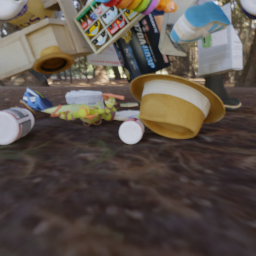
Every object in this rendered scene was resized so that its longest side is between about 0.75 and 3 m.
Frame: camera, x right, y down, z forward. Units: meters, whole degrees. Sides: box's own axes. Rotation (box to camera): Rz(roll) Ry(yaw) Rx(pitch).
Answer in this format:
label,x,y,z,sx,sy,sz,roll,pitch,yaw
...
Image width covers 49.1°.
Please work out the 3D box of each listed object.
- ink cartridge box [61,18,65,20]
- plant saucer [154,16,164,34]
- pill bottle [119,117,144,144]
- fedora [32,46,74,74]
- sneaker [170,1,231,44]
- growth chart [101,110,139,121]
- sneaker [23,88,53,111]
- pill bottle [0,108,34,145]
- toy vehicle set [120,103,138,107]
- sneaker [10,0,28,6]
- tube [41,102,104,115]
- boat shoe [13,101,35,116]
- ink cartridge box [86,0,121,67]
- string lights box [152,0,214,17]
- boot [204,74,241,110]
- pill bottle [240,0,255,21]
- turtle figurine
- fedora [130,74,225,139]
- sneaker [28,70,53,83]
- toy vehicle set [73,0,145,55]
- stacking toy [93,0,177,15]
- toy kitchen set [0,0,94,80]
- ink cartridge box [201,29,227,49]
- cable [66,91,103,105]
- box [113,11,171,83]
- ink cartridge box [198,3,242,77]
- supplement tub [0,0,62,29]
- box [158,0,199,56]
label,x,y,z,sx,sy,sz,roll,pitch,yaw
ink cartridge box,-3.266,-4.185,12.142,1.354,0.980,0.997,1,-20,-44
plant saucer,1.036,-4.420,12.209,1.303,1.303,0.210,9,1,41
pill bottle,0.124,0.038,7.656,0.606,0.606,1.107,1,10,7
fedora,-1.650,-1.505,6.090,0.932,0.380,0.932,-14,-11,-3
sneaker,1.756,-2.499,6.752,1.886,0.722,0.762,-22,-12,-37
growth chart,0.101,-0.554,11.931,1.761,0.216,2.433,8,13,36
sneaker,-4.538,-1.188,13.992,2.292,0.943,0.847,33,2,41
pill bottle,-3.170,-0.100,7.694,0.860,0.860,1.485,0,10,0
toy vehicle set,0.054,-1.353,16.499,0.588,0.125,0.946,8,13,36
sneaker,-2.466,-3.362,5.996,0.508,1.379,0.797,-12,26,-9
tube,-2.309,-0.722,11.985,2.562,0.743,0.665,-1,47,8
boat shoe,-4.425,-0.688,11.719,0.691,0.692,1.965,-45,24,-16
ink cartridge box,-0.855,-3.674,10.980,1.514,2.057,1.488,5,54,4
string lights box,0.986,-4.092,8.822,2.978,0.878,1.530,11,17,38
boot,4.924,-1.891,14.406,2.807,1.941,1.087,-8,13,-38
pill bottle,3.144,-3.039,6.576,0.929,0.929,1.606,5,15,24
turtle figurine,-1.133,-0.518,9.797,2.655,0.855,2.141,-15,-4,15
fedora,1.170,-0.409,7.505,2.628,1.072,2.628,19,-18,7
sneaker,-2.838,-2.732,10.300,2.265,1.203,0.847,-33,30,19
toy vehicle set,-0.461,-3.004,7.405,1.904,1.183,0.252,-34,1,27
stacking toy,0.266,-2.805,5.868,1.879,1.031,1.091,12,22,-31
toy kitchen set,-2.534,-2.787,8.159,2.161,1.954,2.395,-15,12,20
ink cartridge box,2.873,-3.091,9.656,1.105,0.574,0.328,-18,16,-21
cable,-2.665,-1.800,17.118,2.295,0.794,2.295,5,12,18
box,0.338,-2.367,8.183,1.397,1.758,0.404,-27,14,-18
ink cartridge box,3.665,-3.446,11.394,0.701,2.457,1.997,1,2,-25
supplement tub,-2.955,-3.591,8.082,1.402,1.402,1.928,4,4,21
box,1.310,-2.835,7.255,0.739,1.798,0.615,3,34,-4
